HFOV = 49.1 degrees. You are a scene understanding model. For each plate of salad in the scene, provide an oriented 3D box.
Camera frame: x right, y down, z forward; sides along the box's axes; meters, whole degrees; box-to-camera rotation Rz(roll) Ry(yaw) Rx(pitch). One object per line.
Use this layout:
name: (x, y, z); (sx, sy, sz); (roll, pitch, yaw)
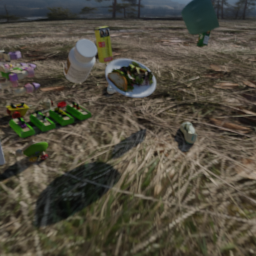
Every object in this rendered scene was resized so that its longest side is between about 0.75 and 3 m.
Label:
plate of salad: (0.086, -1.305, 6.994); (1.330, 0.319, 1.330); (9, 53, -12)

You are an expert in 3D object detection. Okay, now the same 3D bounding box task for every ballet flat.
ballet flat: (2.093, 0.064, 9.659); (0.467, 0.467, 1.344); (-2, 27, -3)

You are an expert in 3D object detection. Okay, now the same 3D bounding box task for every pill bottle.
pill bottle: (-1.464, -2.043, 8.613); (0.800, 0.800, 1.400); (-16, -13, -29)

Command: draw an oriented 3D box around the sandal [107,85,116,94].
sandal: (-0.565, -2.183, 14.127); (0.780, 0.471, 1.918); (-3, 36, 28)

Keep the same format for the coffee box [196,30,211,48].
coffee box: (3.205, -3.970, 11.668); (0.246, 1.119, 0.688); (11, 6, -10)

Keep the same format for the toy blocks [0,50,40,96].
toy blocks: (-3.013, -1.665, 7.852); (1.140, 1.220, 1.027); (23, 38, 39)

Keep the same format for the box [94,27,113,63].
box: (-1.057, -3.607, 12.191); (0.555, 1.474, 0.369); (-23, 30, -34)

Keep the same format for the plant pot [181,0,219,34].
plant pot: (2.592, -4.093, 10.306); (1.080, 1.346, 1.346); (-22, 21, 19)

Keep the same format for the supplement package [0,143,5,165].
supplement package: (-4.646, 0.289, 8.323); (1.232, 1.247, 2.058); (-18, 32, -31)

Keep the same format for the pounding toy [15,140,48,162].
pounding toy: (-2.734, 0.756, 8.225); (0.757, 0.455, 0.981); (-28, -14, 9)

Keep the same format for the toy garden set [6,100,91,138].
toy garden set: (-3.256, -0.680, 10.982); (2.789, 0.557, 2.325); (-20, 33, -34)
